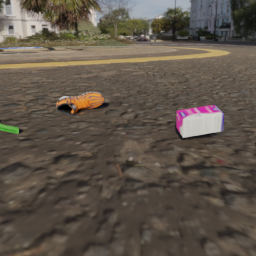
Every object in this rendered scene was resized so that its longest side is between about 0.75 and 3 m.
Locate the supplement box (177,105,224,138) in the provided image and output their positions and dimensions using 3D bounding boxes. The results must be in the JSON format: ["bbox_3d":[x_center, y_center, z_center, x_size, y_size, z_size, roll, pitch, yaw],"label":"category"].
[{"bbox_3d":[1.693,-0.162,6.654,0.980,0.506,0.496,-10,31,-5],"label":"supplement box"}]

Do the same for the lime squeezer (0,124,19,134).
[{"bbox_3d":[-4.389,0.024,7.416,2.784,0.525,0.983,-6,51,-20],"label":"lime squeezer"}]

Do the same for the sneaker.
[{"bbox_3d":[-1.595,-0.742,9.303,1.598,0.620,0.895,-10,24,2],"label":"sneaker"}]
